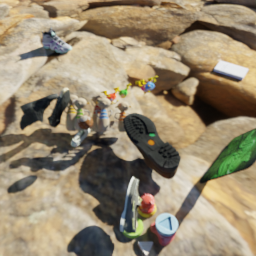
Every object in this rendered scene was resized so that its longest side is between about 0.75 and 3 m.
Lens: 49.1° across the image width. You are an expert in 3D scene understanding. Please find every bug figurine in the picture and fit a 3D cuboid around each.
[{"bbox_3d":[0.150,-1.360,10.172,2.094,0.539,1.624,-14,9,15],"label":"bug figurine"}]

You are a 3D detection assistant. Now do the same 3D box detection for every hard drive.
[{"bbox_3d":[4.794,-2.690,13.064,1.343,0.170,0.886,24,50,22],"label":"hard drive"}]

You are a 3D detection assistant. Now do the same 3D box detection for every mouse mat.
[{"bbox_3d":[3.358,0.663,8.375,0.097,2.073,2.576,50,55,0],"label":"mouse mat"}]

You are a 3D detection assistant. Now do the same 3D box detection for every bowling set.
[{"bbox_3d":[-1.123,-0.564,9.477,2.493,1.735,1.338,1,86,1],"label":"bowling set"}]

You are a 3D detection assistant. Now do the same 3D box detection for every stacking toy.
[{"bbox_3d":[0.548,2.534,7.514,1.272,0.593,1.405,-31,52,-28],"label":"stacking toy"}]

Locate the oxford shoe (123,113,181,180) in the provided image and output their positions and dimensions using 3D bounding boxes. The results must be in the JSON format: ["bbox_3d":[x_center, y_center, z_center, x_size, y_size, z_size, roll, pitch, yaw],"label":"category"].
[{"bbox_3d":[0.614,0.590,9.081,1.004,1.167,2.764,-22,51,-14],"label":"oxford shoe"}]

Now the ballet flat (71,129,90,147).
[{"bbox_3d":[-1.685,0.236,10.001,0.390,0.390,1.087,14,46,14],"label":"ballet flat"}]

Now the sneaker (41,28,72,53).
[{"bbox_3d":[-3.690,-4.491,14.162,1.681,1.176,0.653,15,47,14],"label":"sneaker"}]

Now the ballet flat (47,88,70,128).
[{"bbox_3d":[-2.490,-0.707,9.819,0.514,1.810,0.602,42,39,11],"label":"ballet flat"}]

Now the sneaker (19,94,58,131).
[{"bbox_3d":[-3.204,-0.584,10.099,1.656,0.864,0.497,-22,14,-10],"label":"sneaker"}]

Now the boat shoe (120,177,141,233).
[{"bbox_3d":[0.129,2.042,7.432,0.429,0.513,1.435,8,69,11],"label":"boat shoe"}]
